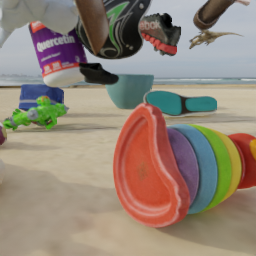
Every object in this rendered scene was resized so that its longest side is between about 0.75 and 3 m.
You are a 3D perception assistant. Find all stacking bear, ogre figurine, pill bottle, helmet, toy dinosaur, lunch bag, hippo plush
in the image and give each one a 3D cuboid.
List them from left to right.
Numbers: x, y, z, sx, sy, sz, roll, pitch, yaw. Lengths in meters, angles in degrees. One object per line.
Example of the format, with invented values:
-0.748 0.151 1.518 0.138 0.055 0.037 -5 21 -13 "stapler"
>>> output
-1.966 -2.938 6.263 1.880 2.338 1.863 4 -13 -24 "hippo plush"
-2.358 -0.351 7.652 1.045 0.855 1.743 -15 -17 38 "ogre figurine"
-3.194 -0.987 10.534 1.635 1.082 1.111 2 -7 17 "lunch bag"
-2.235 -2.730 8.854 1.497 2.662 1.497 -16 4 1 "pill bottle"
-0.470 -3.301 8.009 2.268 2.162 2.268 0 53 1 "helmet"
0.775 0.378 2.878 1.663 1.010 0.946 -1 -27 -31 "stacking bear"
2.615 -2.908 8.901 1.799 0.523 0.909 -2 16 42 "toy dinosaur"

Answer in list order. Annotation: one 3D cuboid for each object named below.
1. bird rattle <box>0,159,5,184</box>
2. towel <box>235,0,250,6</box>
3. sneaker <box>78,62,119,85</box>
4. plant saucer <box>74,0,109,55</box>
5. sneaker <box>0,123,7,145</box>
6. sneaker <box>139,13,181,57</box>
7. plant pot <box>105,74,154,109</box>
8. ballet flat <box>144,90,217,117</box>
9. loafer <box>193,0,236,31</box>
-2.239 0.251 2.834 2.519 1.419 2.053 9 -3 31 "bird rattle"
3.423 -4.296 9.116 1.096 0.185 1.148 19 43 12 "towel"
-0.648 -1.257 6.395 1.008 0.303 0.526 -1 -31 -18 "sneaker"
-0.811 -2.559 4.967 0.450 2.462 2.462 -20 10 0 "plant saucer"
-3.003 0.178 5.450 1.420 0.532 0.640 -2 16 29 "sneaker"
0.876 -3.704 10.201 2.621 1.280 0.926 39 32 24 "sneaker"
0.022 -1.747 13.309 2.347 1.581 2.347 0 11 0 "plant pot"
1.823 -0.749 10.108 2.795 0.971 0.971 2 9 -14 "ballet flat"
1.956 -2.730 6.134 0.503 1.376 0.488 42 -8 4 "loafer"
